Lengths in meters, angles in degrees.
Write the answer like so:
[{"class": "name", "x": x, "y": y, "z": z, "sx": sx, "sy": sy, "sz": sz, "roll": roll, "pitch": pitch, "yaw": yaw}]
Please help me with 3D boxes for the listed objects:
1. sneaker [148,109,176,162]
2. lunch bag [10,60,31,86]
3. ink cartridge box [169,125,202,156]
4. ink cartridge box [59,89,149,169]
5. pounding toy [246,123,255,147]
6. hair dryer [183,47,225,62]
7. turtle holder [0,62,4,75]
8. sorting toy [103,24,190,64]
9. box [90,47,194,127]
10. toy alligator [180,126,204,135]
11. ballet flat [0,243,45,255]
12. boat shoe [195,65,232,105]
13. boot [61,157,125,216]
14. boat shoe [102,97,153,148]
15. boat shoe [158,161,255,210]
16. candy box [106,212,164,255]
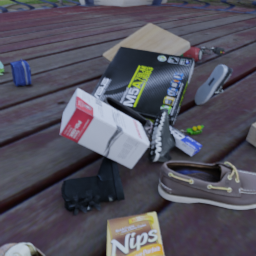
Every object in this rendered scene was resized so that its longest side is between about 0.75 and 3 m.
[{"class": "sneaker", "x": 0.930, "y": 0.229, "z": 7.131, "sx": 0.651, "sy": 0.478, "sz": 1.438, "roll": 17, "pitch": 71, "yaw": -18}, {"class": "lunch bag", "x": -4.284, "y": -2.237, "z": 11.286, "sx": 0.683, "sy": 1.032, "sz": 0.701, "roll": -15, "pitch": 32, "yaw": -29}, {"class": "ink cartridge box", "x": 1.395, "y": 0.324, "z": 7.474, "sx": 1.050, "sy": 0.232, "sz": 0.494, "roll": 35, "pitch": 29, "yaw": 24}, {"class": "ink cartridge box", "x": -0.551, "y": 0.006, "z": 6.407, "sx": 1.810, "sy": 0.750, "sz": 1.328, "roll": 29, "pitch": 17, "yaw": -19}, {"class": "pounding toy", "x": 3.857, "y": 0.209, "z": 7.662, "sx": 1.040, "sy": 0.803, "sz": 1.130, "roll": -22, "pitch": 45, "yaw": -25}, {"class": "hair dryer", "x": 3.265, "y": -3.750, "z": 14.369, "sx": 2.835, "sy": 0.770, "sz": 2.159, "roll": -1, "pitch": 14, "yaw": -10}, {"class": "turtle holder", "x": -5.940, "y": -2.663, "z": 12.370, "sx": 0.675, "sy": 0.630, "sz": 0.888, "roll": 10, "pitch": 33, "yaw": 15}, {"class": "sorting toy", "x": 0.760, "y": -2.946, "z": 11.762, "sx": 2.664, "sy": 0.927, "sz": 2.648, "roll": -37, "pitch": 49, "yaw": -10}, {"class": "box", "x": 0.501, "y": -1.427, "z": 9.275, "sx": 2.774, "sy": 0.682, "sz": 2.872, "roll": 16, "pitch": 56, "yaw": 15}, {"class": "toy alligator", "x": 1.887, "y": 0.112, "z": 8.207, "sx": 0.819, "sy": 0.243, "sz": 0.222, "roll": -12, "pitch": 74, "yaw": -19}, {"class": "ballet flat", "x": -1.466, "y": 2.176, "z": 4.398, "sx": 1.823, "sy": 0.613, "sz": 0.621, "roll": 16, "pitch": 35, "yaw": 25}, {"class": "boat shoe", "x": 2.913, "y": -1.410, "z": 9.558, "sx": 0.556, "sy": 1.629, "sz": 0.601, "roll": 8, "pitch": 37, "yaw": -29}, {"class": "boot", "x": -0.799, "y": 1.180, "z": 6.163, "sx": 1.254, "sy": 0.566, "sz": 1.531, "roll": -10, "pitch": 31, "yaw": -6}, {"class": "boat shoe", "x": 0.156, "y": -0.126, "z": 7.621, "sx": 2.169, "sy": 0.618, "sz": 0.725, "roll": 28, "pitch": 38, "yaw": 7}, {"class": "boat shoe", "x": 1.906, "y": 1.137, "z": 5.986, "sx": 2.478, "sy": 0.738, "sz": 0.890, "roll": 3, "pitch": 31, "yaw": 5}, {"class": "candy box", "x": 0.131, "y": 2.126, "z": 4.469, "sx": 0.908, "sy": 0.435, "sz": 1.572, "roll": -10, "pitch": 29, "yaw": 2}]
